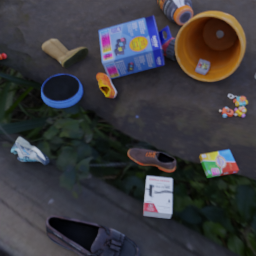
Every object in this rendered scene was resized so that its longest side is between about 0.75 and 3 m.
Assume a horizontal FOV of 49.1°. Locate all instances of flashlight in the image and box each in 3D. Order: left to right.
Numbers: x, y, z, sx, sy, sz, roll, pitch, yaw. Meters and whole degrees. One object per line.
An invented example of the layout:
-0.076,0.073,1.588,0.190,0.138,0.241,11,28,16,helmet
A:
1.211,-4.102,12.979,2.825,0.960,0.956,35,23,25,flashlight

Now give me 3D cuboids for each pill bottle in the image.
2.355,-6.349,14.271,1.382,1.382,2.602,-15,56,-10,pill bottle

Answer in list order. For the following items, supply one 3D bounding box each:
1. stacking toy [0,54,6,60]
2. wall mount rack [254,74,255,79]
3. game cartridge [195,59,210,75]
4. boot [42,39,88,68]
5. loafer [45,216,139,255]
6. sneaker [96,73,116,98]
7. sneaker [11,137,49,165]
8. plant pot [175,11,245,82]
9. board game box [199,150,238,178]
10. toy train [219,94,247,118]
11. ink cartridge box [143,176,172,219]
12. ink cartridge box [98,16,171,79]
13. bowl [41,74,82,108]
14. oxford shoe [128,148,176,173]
-5.938,-3.155,12.681,0.829,0.354,0.354,-21,57,-21,stacking toy
6.684,-1.801,11.227,2.523,1.083,2.904,-9,56,-6,wall mount rack
3.226,-2.625,12.056,0.507,0.156,0.762,23,60,7,game cartridge
-2.897,-3.621,12.847,1.504,0.568,1.718,-35,61,-22,boot
-1.056,3.140,7.826,2.812,0.886,1.011,15,56,10,loafer
-0.968,-1.796,11.477,0.550,0.521,1.427,7,39,-46,sneaker
-3.387,0.958,9.663,1.565,0.607,0.675,27,70,26,sneaker
3.654,-3.674,11.822,2.684,2.684,2.457,25,43,16,plant pot
3.096,1.223,9.604,1.073,0.216,0.821,-9,55,-7,board game box
4.198,-0.891,11.022,0.969,0.359,1.291,21,58,14,toy train
0.942,2.154,8.774,0.842,0.489,1.167,5,55,4,ink cartridge box
0.344,-3.481,11.918,2.939,1.122,2.005,-12,61,6,ink cartridge box
-2.736,-1.559,11.514,1.696,0.333,1.696,0,54,0,bowl
0.815,0.961,9.539,1.714,0.622,0.610,14,56,10,oxford shoe
